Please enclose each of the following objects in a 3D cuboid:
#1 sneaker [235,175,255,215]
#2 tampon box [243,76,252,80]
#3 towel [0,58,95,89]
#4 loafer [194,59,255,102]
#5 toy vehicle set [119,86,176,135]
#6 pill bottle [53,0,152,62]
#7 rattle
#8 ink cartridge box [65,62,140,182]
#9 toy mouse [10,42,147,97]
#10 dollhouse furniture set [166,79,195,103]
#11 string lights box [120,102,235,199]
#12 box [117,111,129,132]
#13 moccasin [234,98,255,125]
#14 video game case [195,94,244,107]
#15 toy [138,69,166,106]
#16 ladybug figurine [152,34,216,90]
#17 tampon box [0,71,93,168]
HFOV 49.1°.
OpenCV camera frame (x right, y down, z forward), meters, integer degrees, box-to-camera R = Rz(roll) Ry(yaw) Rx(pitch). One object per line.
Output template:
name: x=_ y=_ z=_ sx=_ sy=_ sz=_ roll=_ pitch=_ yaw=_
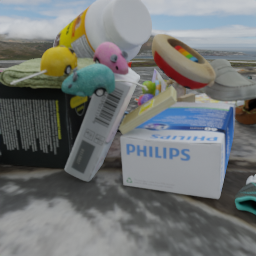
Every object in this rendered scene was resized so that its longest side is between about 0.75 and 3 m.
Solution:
sneaker: x=1.876 y=1.047 z=3.412 sx=0.582 sy=0.495 sz=1.276 roll=-26 pitch=23 yaw=-24
tampon box: x=4.647 y=-1.797 z=12.028 sx=1.131 sy=0.848 sz=0.714 roll=8 pitch=18 yaw=24
towel: x=-1.149 y=-0.956 z=4.699 sx=1.609 sy=0.294 sz=1.194 roll=1 pitch=25 yaw=5
loafer: x=2.287 y=-1.256 z=7.056 sx=0.924 sy=0.922 sz=2.642 roll=-9 pitch=19 yaw=-12
toy vehicle set: x=0.309 y=-0.278 z=4.293 sx=0.940 sy=0.125 sz=0.584 roll=-31 pitch=14 yaw=21
pill bottle: x=-0.597 y=-1.895 z=6.004 sx=1.295 sy=1.295 sz=2.370 roll=-13 pitch=5 yaw=-36
rattle: x=1.094 y=-1.108 z=10.914 sx=1.483 sy=1.059 sz=0.966 roll=-41 pitch=25 yaw=-20
ink cartridge box: x=-0.271 y=-0.266 z=5.209 sx=0.625 sy=1.782 sz=2.192 roll=27 pitch=22 yaw=8
toy mouse: x=-0.411 y=-0.838 z=3.754 sx=1.505 sy=0.328 sz=1.693 roll=21 pitch=40 yaw=21
dollhouse furniture set: x=1.606 y=-1.232 z=9.821 sx=0.641 sy=0.750 sz=1.448 roll=-18 pitch=27 yaw=-27
string lights box: x=1.137 y=0.170 z=5.315 sx=1.506 sy=0.864 sz=2.931 roll=4 pitch=17 yaw=24
box: x=-0.416 y=-0.271 z=7.677 sx=1.191 sy=0.274 sz=0.947 roll=16 pitch=22 yaw=24
moccasin: x=3.318 y=-0.520 z=7.210 sx=0.796 sy=0.841 sz=2.177 roll=-35 pitch=5 yaw=1
video game case: x=3.071 y=-0.952 z=10.325 sx=1.867 sy=0.214 sz=1.699 roll=-15 pitch=23 yaw=-41
toy: x=0.566 y=-0.895 z=7.851 sx=0.504 sy=1.229 sz=2.134 roll=11 pitch=23 yaw=-3
ladybug figurine: x=1.199 y=-1.454 z=6.370 sx=1.198 sy=0.635 sz=1.765 roll=-15 pitch=54 yaw=-45
tampon box: x=-2.032 y=-0.307 z=5.801 sx=2.480 sy=1.565 sz=1.858 roll=3 pitch=17 yaw=9
